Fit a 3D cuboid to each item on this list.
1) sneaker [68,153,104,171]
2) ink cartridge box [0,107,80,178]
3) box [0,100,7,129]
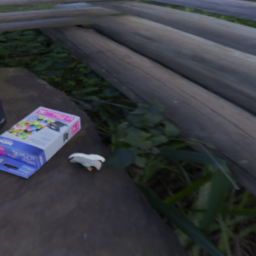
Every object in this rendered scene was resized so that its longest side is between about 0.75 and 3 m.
[{"bbox_3d":[-1.219,0.969,7.900,1.108,0.410,0.439,2,70,22],"label":"sneaker"},{"bbox_3d":[-2.881,0.324,8.675,1.637,0.576,2.743,14,38,18],"label":"ink cartridge box"},{"bbox_3d":[-5.183,-0.592,8.233,1.617,2.565,2.609,4,35,8],"label":"box"}]
